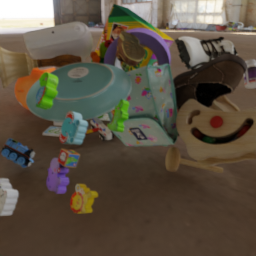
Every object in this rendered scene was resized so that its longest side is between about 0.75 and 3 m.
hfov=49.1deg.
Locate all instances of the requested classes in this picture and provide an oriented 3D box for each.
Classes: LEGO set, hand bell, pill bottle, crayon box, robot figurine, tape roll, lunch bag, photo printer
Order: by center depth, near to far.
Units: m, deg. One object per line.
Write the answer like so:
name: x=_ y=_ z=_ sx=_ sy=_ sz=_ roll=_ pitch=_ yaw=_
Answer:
lunch bag: x=0.330 y=-0.448 z=7.008 sx=1.653 sy=1.941 sz=1.183 roll=-7 pitch=8 yaw=41
pill bottle: x=3.520 y=-1.537 z=7.991 sx=0.418 sy=0.750 sz=0.418 roll=-1 pitch=-13 yaw=0
tape roll: x=0.291 y=-1.914 z=8.291 sx=1.891 sy=1.891 sz=0.803 roll=4 pitch=27 yaw=10
hand bell: x=-2.714 y=-2.051 z=8.805 sx=2.500 sy=1.302 sz=1.302 roll=-12 pitch=26 yaw=-21
LEGO set: x=-1.151 y=-0.295 z=9.260 sx=2.745 sy=0.674 sz=2.051 roll=6 pitch=27 yaw=14
photo printer: x=-2.238 y=-2.762 z=9.513 sx=2.113 sy=0.734 sz=1.758 roll=-15 pitch=-11 yaw=-9
crayon box: x=-0.100 y=-2.456 z=10.071 sx=0.846 sy=2.903 sz=2.505 roll=-8 pitch=45 yaw=-45
robot figurine: x=-3.510 y=-1.614 z=11.021 sx=1.582 sy=1.952 sz=2.713 roll=-18 pitch=25 yaw=3

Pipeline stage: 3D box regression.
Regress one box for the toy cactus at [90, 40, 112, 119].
toy cactus: x=-0.962 y=-1.709 z=9.788 sx=1.321 sy=2.583 sz=2.131 roll=-12 pitch=20 yaw=-24

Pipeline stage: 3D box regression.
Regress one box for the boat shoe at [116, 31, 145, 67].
boat shoe: x=0.008 y=-1.866 z=6.956 sx=0.609 sy=0.571 sz=1.691 roll=18 pitch=31 yaw=-18

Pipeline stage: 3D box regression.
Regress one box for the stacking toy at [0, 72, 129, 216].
stacking toy: x=-0.979 y=0.367 z=4.391 sx=0.510 sy=2.170 sz=1.636 roll=25 pitch=5 yaw=43

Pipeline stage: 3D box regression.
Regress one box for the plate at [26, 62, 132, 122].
plate: x=-1.069 y=-0.937 z=6.020 sx=2.301 sy=0.294 sz=2.301 roll=-4 pitch=40 yaw=4

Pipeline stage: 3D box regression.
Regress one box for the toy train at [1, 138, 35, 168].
toy train: x=-2.736 y=0.632 z=6.987 sx=0.861 sy=0.373 sz=0.492 roll=25 pitch=70 yaw=11

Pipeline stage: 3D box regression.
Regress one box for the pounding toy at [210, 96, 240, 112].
pounding toy: x=2.840 y=-0.036 z=7.711 sx=1.183 sy=1.179 sz=2.062 roll=-16 pitch=54 yaw=-31

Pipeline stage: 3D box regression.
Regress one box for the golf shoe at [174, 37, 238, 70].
golf shoe: x=2.121 y=-2.088 z=7.458 sx=1.152 sy=0.948 sz=2.438 roll=-26 pitch=-12 yaw=35

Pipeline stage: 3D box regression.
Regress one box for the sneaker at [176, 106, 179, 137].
sneaker: x=1.006 y=-0.540 z=7.805 sx=0.770 sy=1.880 sz=0.724 roll=-12 pitch=-7 yaw=-4

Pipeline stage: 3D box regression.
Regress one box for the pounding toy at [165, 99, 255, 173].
pounding toy: x=2.026 y=0.174 z=6.433 sx=2.501 sy=1.430 sz=1.434 roll=-13 pitch=-27 yaw=29

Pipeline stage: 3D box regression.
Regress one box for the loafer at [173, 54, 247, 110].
loafer: x=1.727 y=-0.942 z=7.080 sx=0.944 sy=2.586 sz=0.918 roll=32 pitch=63 yaw=-15
